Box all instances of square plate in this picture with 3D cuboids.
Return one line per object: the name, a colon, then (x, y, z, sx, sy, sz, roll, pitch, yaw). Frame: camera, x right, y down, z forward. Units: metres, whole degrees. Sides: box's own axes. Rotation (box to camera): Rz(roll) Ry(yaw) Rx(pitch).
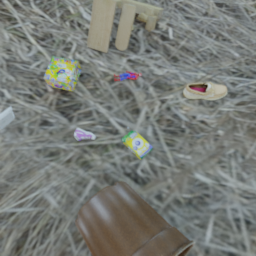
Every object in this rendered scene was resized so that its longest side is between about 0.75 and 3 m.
square plate: (-4.527, -0.254, 10.135, 0.138, 0.958, 0.967, 42, 65, 4)

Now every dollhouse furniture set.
dollhouse furniture set: (-0.073, -4.639, 12.914, 2.499, 2.141, 2.628, 20, 29, 10)

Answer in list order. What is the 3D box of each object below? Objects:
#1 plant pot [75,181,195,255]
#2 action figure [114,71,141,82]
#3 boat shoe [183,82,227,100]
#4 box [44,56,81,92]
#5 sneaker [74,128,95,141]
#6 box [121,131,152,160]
plant pot: (0.015, 3.045, 7.781, 2.595, 2.595, 2.569, -34, 60, -17)
action figure: (-0.010, -2.167, 11.713, 1.151, 0.297, 0.377, -6, 60, -6)
boat shoe: (3.123, -1.510, 11.155, 1.765, 0.610, 0.651, -4, 62, -2)
box: (-2.646, -2.196, 11.387, 1.122, 0.684, 1.080, 13, 70, 6)
sneaker: (-1.608, 0.355, 10.258, 0.773, 0.280, 0.440, 20, 52, -3)
box: (0.305, 0.577, 10.250, 0.629, 0.259, 1.071, -40, 67, -19)
